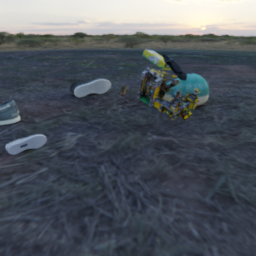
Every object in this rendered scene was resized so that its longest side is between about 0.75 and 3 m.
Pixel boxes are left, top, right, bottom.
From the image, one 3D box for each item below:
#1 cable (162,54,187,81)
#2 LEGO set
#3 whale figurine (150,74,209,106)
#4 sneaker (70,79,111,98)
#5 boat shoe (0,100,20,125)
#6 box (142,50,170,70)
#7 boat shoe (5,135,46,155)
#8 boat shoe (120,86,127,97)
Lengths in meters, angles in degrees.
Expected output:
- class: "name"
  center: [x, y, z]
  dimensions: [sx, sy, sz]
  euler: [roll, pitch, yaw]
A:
- class: "cable"
  center: [1.646, -2.111, 9.980]
  dimensions: [1.226, 0.311, 1.000]
  euler: [37, 13, -26]
- class: "LEGO set"
  center: [1.427, -1.398, 9.640]
  dimensions: [1.724, 1.299, 2.242]
  euler: [-26, 56, -30]
- class: "whale figurine"
  center: [2.529, -1.948, 13.817]
  dimensions: [2.821, 1.464, 2.244]
  euler: [8, 22, 24]
- class: "sneaker"
  center: [-2.209, -2.381, 15.878]
  dimensions: [2.404, 0.850, 1.192]
  euler: [-19, 32, -33]
- class: "boat shoe"
  center: [-5.748, -0.542, 10.790]
  dimensions: [2.886, 0.891, 1.051]
  euler: [-7, 21, -19]
- class: "box"
  center: [1.353, -2.897, 12.123]
  dimensions: [1.362, 0.329, 0.799]
  euler: [39, 28, 24]
- class: "boat shoe"
  center: [-3.194, 0.472, 8.753]
  dimensions: [1.229, 0.436, 0.429]
  euler: [-23, 32, -33]
- class: "boat shoe"
  center: [-0.226, -1.787, 13.549]
  dimensions: [0.276, 0.259, 0.768]
  euler: [5, 40, 11]
